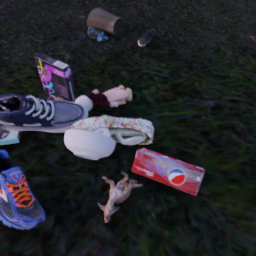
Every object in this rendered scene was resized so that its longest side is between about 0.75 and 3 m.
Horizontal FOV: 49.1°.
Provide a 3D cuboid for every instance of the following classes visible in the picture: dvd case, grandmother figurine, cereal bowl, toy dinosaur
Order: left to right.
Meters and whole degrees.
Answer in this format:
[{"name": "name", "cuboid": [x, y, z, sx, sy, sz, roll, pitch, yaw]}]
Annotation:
[{"name": "dvd case", "cuboid": [-4.452, -0.182, 9.660, 1.687, 0.254, 2.311, -8, 37, -4]}, {"name": "cereal bowl", "cuboid": [-1.168, 0.562, 8.265, 1.519, 1.519, 0.633, 9, 76, 10]}, {"name": "grandmother figurine", "cuboid": [-0.903, -0.999, 10.126, 2.301, 0.697, 1.396, -20, 27, -38]}, {"name": "toy dinosaur", "cuboid": [-0.262, 1.779, 7.314, 0.643, 1.015, 1.497, 21, 15, 31]}]

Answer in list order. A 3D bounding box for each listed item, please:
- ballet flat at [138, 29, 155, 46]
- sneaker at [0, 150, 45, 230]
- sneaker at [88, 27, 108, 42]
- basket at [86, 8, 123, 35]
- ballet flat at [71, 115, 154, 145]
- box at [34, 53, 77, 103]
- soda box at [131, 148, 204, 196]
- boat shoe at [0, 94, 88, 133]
[{"name": "ballet flat", "cuboid": [1.015, -4.767, 14.992, 0.544, 0.465, 1.638, 37, 54, 2]}, {"name": "sneaker", "cuboid": [-2.936, 1.516, 7.032, 2.522, 0.989, 0.950, 38, 27, 25]}, {"name": "sneaker", "cuboid": [-1.669, -5.063, 15.241, 0.588, 0.526, 1.436, -15, 47, -40]}, {"name": "basket", "cuboid": [-1.217, -5.905, 15.687, 1.660, 1.129, 1.496, 27, 57, 22]}, {"name": "ballet flat", "cuboid": [-0.394, 0.153, 8.621, 2.640, 0.998, 0.844, -2, 43, -15]}, {"name": "box", "cuboid": [-2.500, -1.492, 9.958, 1.473, 2.060, 0.372, 27, 53, 28]}, {"name": "soda box", "cuboid": [1.107, 1.193, 7.857, 1.900, 0.665, 0.603, 19, 11, 19]}, {"name": "boat shoe", "cuboid": [-2.617, -0.458, 8.348, 2.746, 1.273, 1.025, -7, 72, -5]}]
